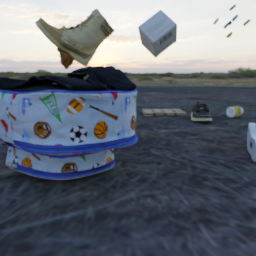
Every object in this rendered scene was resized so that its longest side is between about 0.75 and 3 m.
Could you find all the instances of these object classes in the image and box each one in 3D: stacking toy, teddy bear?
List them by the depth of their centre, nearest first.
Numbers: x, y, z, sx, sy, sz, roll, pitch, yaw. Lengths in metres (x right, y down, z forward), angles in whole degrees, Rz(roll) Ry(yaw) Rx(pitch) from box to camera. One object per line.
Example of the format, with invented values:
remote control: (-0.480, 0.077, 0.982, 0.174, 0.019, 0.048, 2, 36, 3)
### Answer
stacking toy: (2.784, -2.872, 7.569, 0.192, 0.617, 0.819, -56, 12, -31)
teddy bear: (-2.265, -2.950, 10.264, 0.547, 1.187, 1.637, 1, 44, -36)

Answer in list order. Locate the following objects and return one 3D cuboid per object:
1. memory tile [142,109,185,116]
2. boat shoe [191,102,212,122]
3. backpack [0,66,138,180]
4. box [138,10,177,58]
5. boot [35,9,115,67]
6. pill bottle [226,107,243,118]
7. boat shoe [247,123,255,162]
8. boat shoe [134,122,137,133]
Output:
memory tile: (1.688, -0.750, 13.568, 1.999, 0.168, 1.532, 0, 11, -3)
boat shoe: (3.013, -0.688, 11.750, 0.797, 0.706, 2.178, 0, 11, 2)
backpack: (-1.149, -0.152, 5.277, 2.732, 2.104, 2.602, -16, 11, -43)
box: (1.303, -4.101, 12.305, 1.309, 1.127, 1.316, -39, -18, -5)
boot: (-1.598, -3.133, 8.776, 2.188, 1.701, 0.796, 32, 18, -43)
pill bottle: (4.822, -0.725, 12.607, 0.830, 0.465, 0.465, -9, 14, -39)
boat shoe: (3.267, 0.313, 6.561, 0.785, 0.680, 1.841, 3, 13, 16)
boat shoe: (-0.757, -0.159, 8.702, 2.347, 0.798, 0.844, 6, 12, 27)
